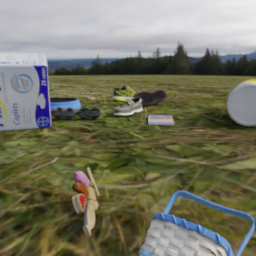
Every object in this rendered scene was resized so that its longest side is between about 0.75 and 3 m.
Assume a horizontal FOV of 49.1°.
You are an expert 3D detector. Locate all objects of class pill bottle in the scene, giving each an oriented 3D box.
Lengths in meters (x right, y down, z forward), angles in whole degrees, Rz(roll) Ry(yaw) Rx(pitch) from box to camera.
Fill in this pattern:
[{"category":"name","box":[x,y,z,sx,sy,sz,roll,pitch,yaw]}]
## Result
[{"category":"pill bottle","box":[4.860,-1.087,11.079,1.593,1.593,2.825,6,14,24]}]

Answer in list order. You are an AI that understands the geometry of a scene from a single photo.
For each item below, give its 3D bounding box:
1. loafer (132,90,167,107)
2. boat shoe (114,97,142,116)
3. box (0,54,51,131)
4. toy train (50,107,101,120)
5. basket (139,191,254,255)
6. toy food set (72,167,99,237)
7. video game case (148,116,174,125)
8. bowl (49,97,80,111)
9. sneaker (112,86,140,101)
[{"category":"loafer","box":[1.098,-1.457,14.965,2.129,0.777,0.756,-10,-20,-31]},{"category":"boat shoe","box":[0.001,-0.971,12.657,0.764,0.639,2.137,7,15,27]},{"category":"box","box":[-4.005,-1.196,9.460,2.564,2.358,1.345,-5,33,-17]},{"category":"toy train","box":[-2.601,-0.584,11.293,2.992,0.510,0.685,0,1,-5]},{"category":"basket","box":[0.671,1.201,2.956,0.965,0.761,1.094,12,49,41]},{"category":"toy food set","box":[-0.664,1.008,4.115,0.178,0.718,1.129,-18,9,5]},{"category":"video game case","box":[1.276,-0.313,11.022,0.944,0.115,1.320,1,14,5]},{"category":"bowl","box":[-3.536,-1.213,14.142,2.233,0.438,2.233,0,13,0]},{"category":"sneaker","box":[0.034,-2.102,16.953,2.059,0.871,0.767,-8,16,-30]}]
